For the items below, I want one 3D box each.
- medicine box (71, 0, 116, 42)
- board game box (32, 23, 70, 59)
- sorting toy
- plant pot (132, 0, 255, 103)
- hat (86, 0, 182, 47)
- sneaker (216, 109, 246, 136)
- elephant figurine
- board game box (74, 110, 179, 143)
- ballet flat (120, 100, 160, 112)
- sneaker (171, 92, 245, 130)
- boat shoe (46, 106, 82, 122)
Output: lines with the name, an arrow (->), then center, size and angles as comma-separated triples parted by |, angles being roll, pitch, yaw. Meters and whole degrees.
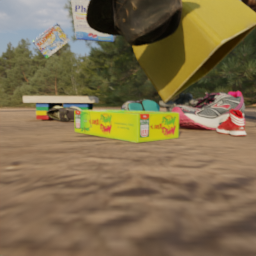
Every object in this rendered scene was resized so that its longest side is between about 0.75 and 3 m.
medicine box -> -1.052, -3.643, 9.064 | 1.320, 1.449, 0.746 | 7, 44, 8
board game box -> -2.092, -2.371, 7.619 | 0.839, 0.568, 0.144 | -39, 40, 0
sorting toy -> -2.795, -0.875, 12.404 | 2.827, 0.984, 2.810 | 0, 5, -3
plant pot -> 1.740, -3.125, 8.896 | 2.839, 2.904, 2.821 | -33, -9, -37
hat -> 0.490, -2.563, 6.181 | 2.880, 1.162, 2.880 | -21, -12, -5
sneaker -> 2.448, -0.149, 6.631 | 0.411, 0.606, 1.049 | -1, 5, -13
elephant figurine -> 1.686, -0.553, 9.778 | 1.452, 1.126, 1.027 | -35, -11, -35
board game box -> -0.129, -0.104, 6.409 | 1.187, 0.556, 2.337 | -4, 7, -40
ballet flat -> 0.554, -0.958, 14.319 | 0.938, 0.938, 2.608 | 5, 6, 41
sneaker -> 2.308, -0.521, 8.129 | 2.890, 1.079, 1.165 | -5, 7, -39
boat shoe -> -2.415, -0.470, 10.634 | 1.728, 0.633, 0.560 | 4, 21, 37
